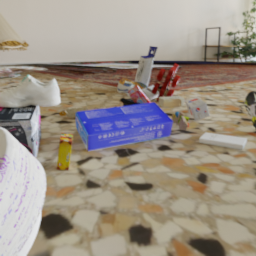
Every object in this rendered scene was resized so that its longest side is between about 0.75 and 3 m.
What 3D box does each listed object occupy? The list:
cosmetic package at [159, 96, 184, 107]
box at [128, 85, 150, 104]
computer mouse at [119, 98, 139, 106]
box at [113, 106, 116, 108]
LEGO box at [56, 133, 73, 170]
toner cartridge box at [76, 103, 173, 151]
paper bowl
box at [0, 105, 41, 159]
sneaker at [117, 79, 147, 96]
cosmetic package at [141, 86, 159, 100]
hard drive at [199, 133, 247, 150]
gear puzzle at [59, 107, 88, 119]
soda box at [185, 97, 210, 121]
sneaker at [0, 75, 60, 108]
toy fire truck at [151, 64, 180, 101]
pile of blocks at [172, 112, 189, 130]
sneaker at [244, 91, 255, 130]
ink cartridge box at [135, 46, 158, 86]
[{"bbox_3d":[2.246,-1.372,14.600,1.187,0.422,0.625,-5,18,-15],"label":"cosmetic package"},{"bbox_3d":[0.521,-1.246,12.091,0.511,1.071,0.534,-36,34,12],"label":"box"},{"bbox_3d":[0.386,-0.999,12.475,1.363,0.447,1.941,20,-3,8],"label":"computer mouse"},{"bbox_3d":[0.118,-0.475,11.587,2.054,0.515,0.773,10,20,31],"label":"box"},{"bbox_3d":[-1.694,0.625,7.488,0.321,0.831,0.619,7,16,-12],"label":"LEGO box"},{"bbox_3d":[-0.136,-0.112,9.494,2.998,0.647,1.424,-9,36,-22],"label":"toner cartridge box"},{"bbox_3d":[-2.217,1.248,3.776,2.449,1.274,2.449,-19,40,17],"label":"paper bowl"},{"bbox_3d":[-3.445,0.112,8.353,1.528,1.327,2.313,-2,18,-12],"label":"box"},{"bbox_3d":[0.328,-2.316,17.028,2.063,0.909,0.777,17,44,-15],"label":"sneaker"},{"bbox_3d":[1.365,-2.060,16.327,1.084,0.280,0.817,-26,53,-38],"label":"cosmetic package"},{"bbox_3d":[3.128,0.419,9.238,1.353,0.178,0.892,10,18,28],"label":"hard drive"},{"bbox_3d":[-2.371,-0.605,12.278,1.302,0.170,0.674,-5,46,-18],"label":"gear puzzle"},{"bbox_3d":[3.014,-0.881,12.356,0.636,0.595,1.868,-19,14,7],"label":"soda box"},{"bbox_3d":[-3.151,-1.128,8.502,2.100,0.929,0.790,-3,19,-4],"label":"sneaker"},{"bbox_3d":[2.181,-2.467,15.485,1.113,1.985,1.667,27,30,11],"label":"toy fire truck"},{"bbox_3d":[2.147,-0.354,11.077,0.445,0.587,1.431,8,17,-11],"label":"pile of blocks"},{"bbox_3d":[4.755,-0.639,10.120,0.698,1.648,0.614,-30,21,-13],"label":"sneaker"},{"bbox_3d":[1.068,-3.945,18.514,0.606,2.986,2.980,12,15,-8],"label":"ink cartridge box"}]
